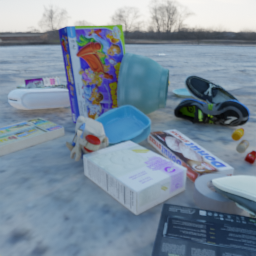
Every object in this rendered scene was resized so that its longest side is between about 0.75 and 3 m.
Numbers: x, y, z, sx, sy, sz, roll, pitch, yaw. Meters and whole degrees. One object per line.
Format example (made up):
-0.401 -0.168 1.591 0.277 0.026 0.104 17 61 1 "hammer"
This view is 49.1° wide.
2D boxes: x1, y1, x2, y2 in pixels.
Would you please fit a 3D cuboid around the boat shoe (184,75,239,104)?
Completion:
2.910 -1.142 9.470 2.154 0.815 0.650 29 -7 -4 "boat shoe"

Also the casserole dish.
-0.175 0.001 7.828 1.351 0.433 2.231 -27 28 -11 "casserole dish"

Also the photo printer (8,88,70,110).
-3.371 -1.101 10.488 2.019 0.701 1.680 -8 13 -37 "photo printer"

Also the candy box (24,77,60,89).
-3.369 -1.796 11.102 0.836 0.374 1.226 -2 12 18 "candy box"

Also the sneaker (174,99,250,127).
2.588 -0.406 8.956 2.481 0.880 1.028 10 30 38 "sneaker"

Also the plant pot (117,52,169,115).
0.613 -1.381 9.528 1.478 2.207 2.207 7 21 12 "plant pot"

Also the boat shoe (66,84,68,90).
-2.028 -1.971 12.538 2.413 0.868 0.820 -9 20 36 "boat shoe"

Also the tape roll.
1.696 1.212 5.179 0.942 0.311 0.942 -1 21 0 "tape roll"

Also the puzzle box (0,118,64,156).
-3.108 0.202 7.961 1.425 0.272 2.141 18 27 39 "puzzle box"

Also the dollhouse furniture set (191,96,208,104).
2.991 -1.145 10.297 1.331 1.177 0.740 -14 25 -32 "dollhouse furniture set"

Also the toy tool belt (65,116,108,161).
-0.972 0.412 6.587 0.945 0.930 1.513 21 17 -15 "toy tool belt"

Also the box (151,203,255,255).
1.384 1.773 3.268 2.268 0.579 1.789 5 20 12 "box"

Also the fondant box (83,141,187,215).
0.090 0.901 5.719 1.292 0.522 1.791 -16 26 -35 "fondant box"

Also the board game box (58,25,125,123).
-1.015 -1.796 9.291 2.014 2.996 0.671 -16 16 -33 "board game box"

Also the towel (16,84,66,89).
-4.171 -1.902 13.412 1.576 0.443 1.842 18 27 38 "towel"

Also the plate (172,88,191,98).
2.796 -1.597 12.953 1.499 0.192 1.499 0 19 0 "plate"

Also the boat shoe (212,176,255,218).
1.897 1.138 4.146 0.733 0.622 2.013 -9 3 -14 "boat shoe"

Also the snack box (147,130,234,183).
1.366 0.608 6.794 0.888 0.300 2.471 -4 21 -20 "snack box"

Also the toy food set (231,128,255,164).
3.090 0.492 6.612 1.298 0.620 0.584 24 29 27 "toy food set"
